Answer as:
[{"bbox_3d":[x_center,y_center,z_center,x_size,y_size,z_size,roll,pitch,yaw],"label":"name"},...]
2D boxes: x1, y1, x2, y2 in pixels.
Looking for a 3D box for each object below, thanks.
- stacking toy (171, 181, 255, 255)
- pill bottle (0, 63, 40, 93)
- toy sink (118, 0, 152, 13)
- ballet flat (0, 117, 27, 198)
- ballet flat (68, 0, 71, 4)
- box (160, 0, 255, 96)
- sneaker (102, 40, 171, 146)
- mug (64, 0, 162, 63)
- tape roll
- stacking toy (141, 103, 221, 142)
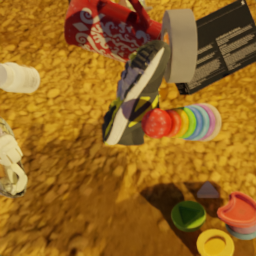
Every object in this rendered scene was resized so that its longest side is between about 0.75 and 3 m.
[{"bbox_3d":[2.370,2.650,7.629,2.174,0.918,1.968,-33,36,-23],"label":"stacking toy"},{"bbox_3d":[-2.936,-1.290,7.223,0.738,1.291,0.738,1,95,14],"label":"pill bottle"},{"bbox_3d":[0.154,-4.113,9.529,0.762,1.169,0.655,-20,98,-26],"label":"toy sink"},{"bbox_3d":[-2.522,0.682,5.891,0.803,2.233,0.803,2,38,-2],"label":"ballet flat"},{"bbox_3d":[-1.666,-4.798,9.426,0.597,1.760,0.636,-18,65,-36],"label":"ballet flat"},{"bbox_3d":[2.410,-2.313,8.196,2.578,1.017,1.819,-27,100,-3],"label":"box"},{"bbox_3d":[0.318,-0.688,6.437,1.140,2.695,1.004,14,31,-27],"label":"sneaker"},{"bbox_3d":[-0.377,-2.992,8.436,2.698,2.395,1.800,24,82,4],"label":"mug"},{"bbox_3d":[1.171,-1.934,6.724,0.559,1.694,1.694,-4,56,-2],"label":"tape roll"},{"bbox_3d":[1.137,-0.093,6.301,2.250,0.960,0.960,-3,48,-44],"label":"stacking toy"}]
